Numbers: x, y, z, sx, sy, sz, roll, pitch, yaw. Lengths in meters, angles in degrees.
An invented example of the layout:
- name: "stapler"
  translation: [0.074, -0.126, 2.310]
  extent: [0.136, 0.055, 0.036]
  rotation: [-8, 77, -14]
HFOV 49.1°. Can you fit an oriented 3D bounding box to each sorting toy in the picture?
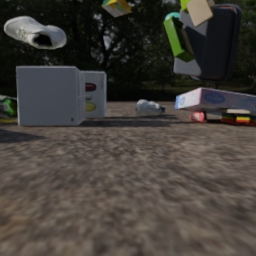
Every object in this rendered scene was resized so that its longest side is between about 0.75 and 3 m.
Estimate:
- name: "sorting toy"
  translation: [3.818, -0.352, 9.680]
  extent: [1.154, 0.404, 1.161]
  rotation: [5, -2, 43]

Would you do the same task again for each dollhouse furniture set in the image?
- name: "dollhouse furniture set"
  translation: [2.185, -2.700, 6.389]
  extent: [2.787, 1.076, 1.393]
  rotation: [-26, -17, 32]

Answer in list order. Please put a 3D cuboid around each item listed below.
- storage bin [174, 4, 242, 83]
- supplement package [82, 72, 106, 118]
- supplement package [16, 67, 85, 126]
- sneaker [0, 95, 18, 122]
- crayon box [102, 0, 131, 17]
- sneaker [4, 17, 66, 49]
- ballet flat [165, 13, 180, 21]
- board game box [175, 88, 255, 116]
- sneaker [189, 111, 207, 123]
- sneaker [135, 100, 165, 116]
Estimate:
- name: "storage bin"
  translation: [2.058, -2.437, 8.032]
  extent: [1.630, 2.239, 1.504]
  rotation: [18, 21, 38]
- name: "supplement package"
  translation: [-2.115, -1.506, 12.876]
  extent: [2.171, 2.076, 1.597]
  rotation: [0, 7, -1]
- name: "supplement package"
  translation: [-2.697, -1.160, 10.389]
  extent: [1.979, 1.965, 2.608]
  rotation: [0, 7, -3]
- name: "sneaker"
  translation: [-4.846, -0.761, 9.820]
  extent: [1.228, 1.125, 2.883]
  rotation: [-10, 0, 37]
- name: "crayon box"
  translation: [-0.395, -4.691, 10.801]
  extent: [0.723, 0.297, 1.150]
  rotation: [27, -8, -39]
- name: "sneaker"
  translation: [-3.542, -3.465, 10.332]
  extent: [2.312, 0.901, 1.149]
  rotation: [11, 32, 2]
- name: "ballet flat"
  translation: [1.804, -3.850, 10.299]
  extent: [0.666, 0.637, 1.891]
  rotation: [-29, 32, -22]
- name: "board game box"
  translation: [3.623, -0.879, 10.894]
  extent: [2.885, 0.626, 2.871]
  rotation: [8, -2, -6]
- name: "sneaker"
  translation: [2.667, -0.372, 10.723]
  extent: [0.555, 0.472, 1.280]
  rotation: [-9, -1, 2]
- name: "sneaker"
  translation: [1.152, -0.966, 14.292]
  extent: [0.878, 0.814, 2.165]
  rotation: [15, 15, 34]
